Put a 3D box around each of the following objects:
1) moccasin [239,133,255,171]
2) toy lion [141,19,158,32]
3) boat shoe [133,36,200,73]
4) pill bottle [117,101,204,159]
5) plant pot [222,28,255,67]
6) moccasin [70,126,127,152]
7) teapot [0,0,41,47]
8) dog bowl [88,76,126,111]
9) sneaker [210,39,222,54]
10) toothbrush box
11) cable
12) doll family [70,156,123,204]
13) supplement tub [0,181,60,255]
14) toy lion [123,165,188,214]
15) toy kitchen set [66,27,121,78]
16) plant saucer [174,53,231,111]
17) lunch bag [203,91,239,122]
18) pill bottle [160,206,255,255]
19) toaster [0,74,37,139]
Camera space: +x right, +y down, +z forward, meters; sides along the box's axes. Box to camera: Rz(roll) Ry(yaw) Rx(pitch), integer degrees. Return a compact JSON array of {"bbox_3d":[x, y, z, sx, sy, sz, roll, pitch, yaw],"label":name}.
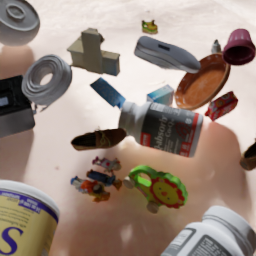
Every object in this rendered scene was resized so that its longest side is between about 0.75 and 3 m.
[{"bbox_3d":[3.265,0.425,6.800,1.467,0.566,0.537,-31,43,-13],"label":"moccasin"},{"bbox_3d":[1.071,-5.062,13.959,0.813,0.279,0.780,-2,56,-2],"label":"toy lion"},{"bbox_3d":[1.130,-2.060,8.288,2.023,0.661,0.744,23,56,-7],"label":"boat shoe"},{"bbox_3d":[0.984,-0.010,8.663,2.433,1.409,1.409,14,50,13],"label":"pill bottle"},{"bbox_3d":[3.299,-2.443,8.336,0.938,0.938,0.839,9,64,8],"label":"plant pot"},{"bbox_3d":[-0.838,0.288,7.930,1.607,0.620,0.588,-6,75,6],"label":"moccasin"},{"bbox_3d":[-5.261,-4.497,12.444,2.520,1.840,2.487,-4,68,-40],"label":"teapot"},{"bbox_3d":[-0.585,-1.093,8.887,1.053,1.889,0.468,44,94,8],"label":"dog bowl"},{"bbox_3d":[3.886,-3.326,12.212,0.497,0.523,1.300,-1,50,-3],"label":"sneaker"},{"bbox_3d":[1.137,-1.017,10.004,1.013,0.742,0.432,-28,54,-22],"label":"toothbrush box"},{"bbox_3d":[-2.556,-1.517,8.785,1.680,0.582,1.681,-34,59,7],"label":"cable"},{"bbox_3d":[-0.756,1.529,7.881,1.068,0.776,1.721,15,32,22],"label":"doll family"},{"bbox_3d":[-2.752,2.773,5.742,2.072,2.072,2.850,5,48,4],"label":"supplement tub"},{"bbox_3d":[0.749,1.507,7.123,1.458,1.397,0.500,45,46,1],"label":"toy lion"},{"bbox_3d":[-0.908,-2.805,9.140,1.748,1.426,1.577,16,50,16],"label":"toy kitchen set"},{"bbox_3d":[2.554,-1.538,9.684,0.371,2.300,2.300,34,43,-25],"label":"plant saucer"},{"bbox_3d":[3.024,-0.664,9.291,1.093,1.241,0.509,-27,71,4],"label":"lunch bag"},{"bbox_3d":[1.464,3.026,5.839,2.723,1.578,1.578,-37,58,-27],"label":"pill bottle"},{"bbox_3d":[-4.204,-0.705,9.428,2.002,1.188,1.810,-18,51,-16],"label":"toaster"}]
